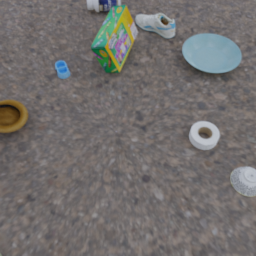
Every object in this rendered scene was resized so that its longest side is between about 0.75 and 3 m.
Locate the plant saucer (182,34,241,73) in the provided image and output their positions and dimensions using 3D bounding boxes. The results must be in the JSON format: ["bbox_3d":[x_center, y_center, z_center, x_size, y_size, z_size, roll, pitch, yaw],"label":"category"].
[{"bbox_3d":[3.882,-3.394,13.214,2.730,0.526,2.730,0,56,0],"label":"plant saucer"}]

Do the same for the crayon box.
[{"bbox_3d":[-0.553,-3.981,12.594,0.773,1.576,2.653,7,62,29],"label":"crayon box"}]

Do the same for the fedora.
[{"bbox_3d":[-4.740,-0.348,11.029,1.646,0.671,1.646,3,57,-5],"label":"fedora"}]

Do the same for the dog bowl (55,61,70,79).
[{"bbox_3d":[-3.045,-2.710,12.908,0.569,0.253,1.021,-19,57,-12],"label":"dog bowl"}]

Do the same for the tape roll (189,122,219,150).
[{"bbox_3d":[2.915,0.295,10.757,1.100,0.385,1.100,0,55,0],"label":"tape roll"}]

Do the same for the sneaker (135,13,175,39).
[{"bbox_3d":[1.409,-5.462,14.398,2.276,0.919,0.871,27,61,18],"label":"sneaker"}]

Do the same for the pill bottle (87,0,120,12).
[{"bbox_3d":[-1.332,-6.873,15.311,1.795,0.997,0.997,-4,56,-2],"label":"pill bottle"}]

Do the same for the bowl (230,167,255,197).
[{"bbox_3d":[4.170,1.747,9.682,1.108,0.520,1.108,0,55,0],"label":"bowl"}]
